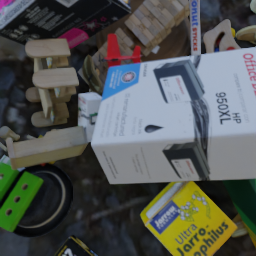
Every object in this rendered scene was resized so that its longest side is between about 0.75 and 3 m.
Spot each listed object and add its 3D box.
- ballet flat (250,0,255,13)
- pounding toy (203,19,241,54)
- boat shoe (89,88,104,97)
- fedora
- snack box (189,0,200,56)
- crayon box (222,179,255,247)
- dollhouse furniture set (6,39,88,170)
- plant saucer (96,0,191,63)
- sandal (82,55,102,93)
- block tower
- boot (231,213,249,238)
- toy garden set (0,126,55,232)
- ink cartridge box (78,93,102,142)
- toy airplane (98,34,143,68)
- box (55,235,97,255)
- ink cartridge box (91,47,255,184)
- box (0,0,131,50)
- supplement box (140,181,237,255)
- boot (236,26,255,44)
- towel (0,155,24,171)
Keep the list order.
[{"bbox_3d":[4.298,-3.235,7.978,1.702,0.531,0.574,31,79,6],"label":"ballet flat"},{"bbox_3d":[2.641,-1.811,7.168,1.177,1.181,2.059,-13,79,20],"label":"pounding toy"},{"bbox_3d":[-0.658,-0.682,6.761,0.758,1.779,0.657,12,60,-30],"label":"boat shoe"},{"bbox_3d":[-2.226,1.703,6.639,1.845,0.843,1.845,1,78,-4],"label":"fedora"},{"bbox_3d":[1.754,-2.961,7.383,0.251,0.743,2.067,-1,104,14],"label":"snack box"},{"bbox_3d":[3.611,1.285,5.840,2.902,0.846,2.504,-14,68,-23],"label":"crayon box"},{"bbox_3d":[-2.006,-0.438,6.227,1.531,2.019,2.304,-11,73,-23],"label":"dollhouse furniture set"},{"bbox_3d":[0.464,-2.710,7.935,2.773,0.409,2.773,0,78,-1],"label":"plant saucer"},{"bbox_3d":[-0.819,-1.258,6.685,0.418,0.281,1.040,-42,62,36],"label":"sandal"},{"bbox_3d":[0.137,-2.122,7.010,2.990,0.864,0.808,-43,83,11],"label":"block tower"},{"bbox_3d":[2.745,1.276,6.592,2.273,0.819,1.758,-29,78,-28],"label":"boot"},{"bbox_3d":[-3.028,0.950,6.777,2.696,0.538,2.247,16,64,25],"label":"toy garden set"},{"bbox_3d":[-0.843,-0.254,6.234,0.401,0.694,0.951,-5,109,-25],"label":"ink cartridge box"},{"bbox_3d":[-0.143,-1.581,6.437,1.110,0.204,1.110,-7,114,-17],"label":"toy airplane"},{"bbox_3d":[-1.345,3.779,6.404,1.590,0.491,1.991,38,80,10],"label":"box"},{"bbox_3d":[1.027,-0.225,5.019,2.886,1.215,2.087,-5,47,13],"label":"ink cartridge box"},{"bbox_3d":[-1.624,-3.171,6.639,2.814,1.859,1.614,-17,72,36],"label":"box"},{"bbox_3d":[1.106,1.942,5.941,1.190,2.186,1.197,-43,81,-8],"label":"supplement box"},{"bbox_3d":[3.705,-2.289,7.802,1.298,0.468,1.004,-1,78,-2],"label":"boot"},{"bbox_3d":[-2.926,1.407,7.115,1.268,0.148,0.967,33,78,7],"label":"towel"}]
